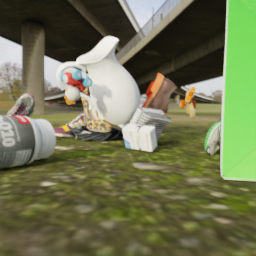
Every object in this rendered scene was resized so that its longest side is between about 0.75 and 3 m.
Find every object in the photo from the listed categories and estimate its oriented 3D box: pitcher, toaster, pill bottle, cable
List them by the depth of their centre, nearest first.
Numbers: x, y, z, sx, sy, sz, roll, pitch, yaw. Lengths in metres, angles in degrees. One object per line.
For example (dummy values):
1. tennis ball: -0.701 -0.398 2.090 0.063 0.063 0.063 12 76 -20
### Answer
1. pill bottle: -2.370 0.265 5.409 1.003 1.003 1.762 2 4 37
2. pitcher: -0.814 -1.185 8.548 2.097 2.445 1.482 -26 34 -3
3. cable: -1.063 0.160 11.420 1.956 0.609 2.397 4 4 36
4. toaster: 0.644 -0.592 15.131 1.887 1.660 2.922 -7 21 -34

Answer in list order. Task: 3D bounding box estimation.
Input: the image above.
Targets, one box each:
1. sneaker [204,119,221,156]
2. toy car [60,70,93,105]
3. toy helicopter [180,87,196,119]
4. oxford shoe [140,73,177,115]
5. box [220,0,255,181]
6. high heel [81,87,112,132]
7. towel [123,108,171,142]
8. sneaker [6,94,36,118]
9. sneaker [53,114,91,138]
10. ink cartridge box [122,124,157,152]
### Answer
1. sneaker: 2.482 0.091 7.035 0.658 1.544 0.602 38 -3 34
2. toy car: -1.453 -1.004 7.247 0.737 0.799 0.707 3 -23 46
3. toy helicopter: 2.093 -0.800 9.361 0.523 0.877 1.326 2 35 1
4. oxford shoe: 0.875 -0.552 9.826 0.972 2.680 0.954 27 -5 -8
5. box: 2.481 -0.691 5.258 1.422 2.941 2.595 2 2 21
6. high heel: -1.231 -0.825 10.884 0.869 1.736 2.435 -6 17 -29
7. towel: 0.623 0.005 8.702 1.345 1.114 0.576 5 26 -47
8. sneaker: -3.738 -0.436 9.545 0.659 1.635 0.611 32 -9 -7
9. sneaker: -2.335 -0.121 12.618 2.315 1.043 0.867 -1 3 -22
10. ink cartridge box: 0.322 0.266 7.648 0.845 0.611 0.356 7 31 31
